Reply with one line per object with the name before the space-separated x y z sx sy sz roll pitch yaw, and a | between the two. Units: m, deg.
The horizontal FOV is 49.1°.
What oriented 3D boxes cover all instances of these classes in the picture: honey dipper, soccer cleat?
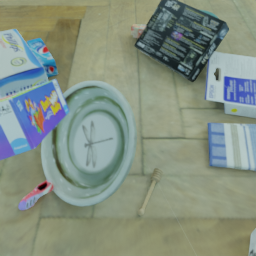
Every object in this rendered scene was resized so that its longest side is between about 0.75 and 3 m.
honey dipper | 0.526 1.515 6.631 0.234 0.234 1.232 17 55 15
soccer cleat | -2.148 1.526 6.441 0.916 0.350 0.305 -34 57 -11

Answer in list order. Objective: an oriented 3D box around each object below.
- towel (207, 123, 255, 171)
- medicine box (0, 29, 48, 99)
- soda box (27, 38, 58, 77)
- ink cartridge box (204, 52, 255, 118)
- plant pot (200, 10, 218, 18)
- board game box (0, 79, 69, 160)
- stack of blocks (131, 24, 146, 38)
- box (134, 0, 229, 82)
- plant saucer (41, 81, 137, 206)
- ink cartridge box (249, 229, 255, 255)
towel | 3.185 0.499 7.489 2.058 0.245 1.512 4 51 6
medicine box | -2.931 -1.126 7.572 1.142 2.219 2.021 -26 54 -21
soda box | -3.023 -2.475 9.848 0.535 0.566 1.668 -22 52 -18
ink cartridge box | 3.752 -1.389 8.930 2.562 0.602 2.532 9 51 10
plant pot | 2.720 -3.623 10.348 1.173 1.462 1.462 -19 50 -35
board game box | -2.151 0.117 3.582 2.473 0.554 1.663 -18 15 5
stack of blocks | 0.450 -3.760 10.878 0.650 0.331 1.130 8 29 6
box | 1.719 -3.070 9.545 2.558 0.557 2.049 38 103 29
plant saucer | -0.872 0.347 6.623 2.868 2.868 0.720 46 18 32
ink cartridge box | 2.768 2.721 5.409 0.773 0.445 1.335 16 51 14
